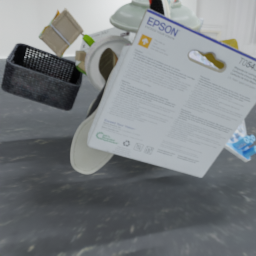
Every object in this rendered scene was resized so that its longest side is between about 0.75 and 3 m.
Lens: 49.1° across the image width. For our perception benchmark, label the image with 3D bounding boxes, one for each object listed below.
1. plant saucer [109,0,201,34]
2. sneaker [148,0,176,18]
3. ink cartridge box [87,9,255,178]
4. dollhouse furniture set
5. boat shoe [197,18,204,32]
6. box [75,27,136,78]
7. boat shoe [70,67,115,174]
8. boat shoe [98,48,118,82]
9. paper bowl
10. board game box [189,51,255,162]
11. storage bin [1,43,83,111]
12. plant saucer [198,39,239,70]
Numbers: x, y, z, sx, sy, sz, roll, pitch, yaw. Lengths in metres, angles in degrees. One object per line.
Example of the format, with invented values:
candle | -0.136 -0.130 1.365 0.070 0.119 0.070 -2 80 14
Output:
plant saucer | 0.679 -2.905 7.018 2.316 0.581 2.316 1 34 -1
sneaker | 0.546 -1.815 4.087 0.496 1.062 0.374 -6 -12 -29
ink cartridge box | 0.775 -0.383 4.525 2.259 2.301 0.498 18 26 -17
dollhouse furniture set | -1.632 -2.381 8.024 0.827 1.070 2.141 39 -3 42
boat shoe | 2.224 -3.333 10.180 0.628 0.691 1.879 18 -14 5
box | -0.382 -2.346 9.994 2.043 1.342 2.053 -7 -30 28
boat shoe | -0.438 -0.196 5.458 0.836 2.264 0.683 22 -5 -8
boat shoe | -0.337 -1.336 6.895 0.511 0.541 1.504 24 41 -42
paper bowl | -0.370 -1.708 7.972 1.641 1.641 0.853 -6 34 -16
board game box | 1.891 -1.053 6.823 2.977 0.385 2.977 32 43 -16
storage bin | -2.911 -1.763 9.746 2.434 1.141 1.645 18 34 -18
plant saucer | 3.810 -2.636 12.076 0.505 2.084 2.084 -30 23 -28
